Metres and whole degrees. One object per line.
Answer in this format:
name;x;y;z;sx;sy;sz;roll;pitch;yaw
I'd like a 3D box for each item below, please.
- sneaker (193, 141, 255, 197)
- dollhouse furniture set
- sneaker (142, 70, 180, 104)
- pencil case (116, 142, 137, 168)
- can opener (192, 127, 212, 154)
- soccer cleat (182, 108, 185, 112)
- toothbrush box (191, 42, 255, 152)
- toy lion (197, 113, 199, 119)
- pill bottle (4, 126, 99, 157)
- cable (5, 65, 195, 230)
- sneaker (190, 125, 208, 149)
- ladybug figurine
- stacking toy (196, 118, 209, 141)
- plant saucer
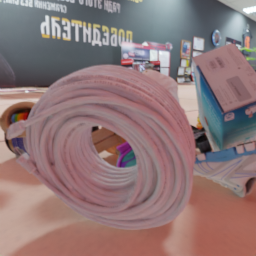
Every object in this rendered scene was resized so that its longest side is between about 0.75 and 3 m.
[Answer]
sneaker;2.028;0.943;5.860;0.900;1.040;2.400;-5;-11;-39
dollhouse furniture set;-0.663;0.325;6.628;0.795;1.535;0.679;-27;13;-22
sneaker;0.024;-0.809;7.178;2.581;0.951;1.492;5;44;4
pencil case;0.543;0.524;6.476;1.215;1.319;2.855;-33;4;14
can opener;1.747;0.485;7.622;0.604;0.757;2.264;-23;-11;0
soccer cleat;2.207;-1.171;15.691;2.048;0.884;0.715;-1;12;-6
toothbrush box;2.371;-0.411;6.647;1.048;2.457;1.799;-19;52;7
toy lion;4.261;-0.525;13.979;1.219;0.437;1.271;4;10;-17
pill bottle;-2.108;0.225;7.930;2.444;1.367;1.367;5;13;20
cable;-0.281;0.376;4.223;2.575;2.575;0.892;-33;11;33
sneaker;1.586;0.045;9.006;1.925;0.720;1.022;23;-12;38
ladybug figurine;-2.502;-0.182;6.767;1.301;0.883;0.468;-1;-14;19
stacking toy;2.871;-0.409;10.125;0.918;1.673;0.971;4;10;21
plant saucer;0.048;-0.087;8.140;0.333;2.061;2.061;38;32;30
